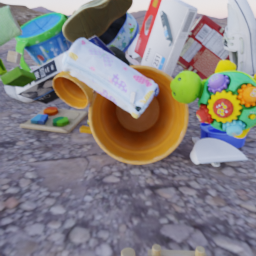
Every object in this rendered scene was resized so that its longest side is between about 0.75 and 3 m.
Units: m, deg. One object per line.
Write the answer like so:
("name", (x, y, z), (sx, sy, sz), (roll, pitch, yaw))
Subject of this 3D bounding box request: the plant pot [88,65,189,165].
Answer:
("plant pot", (0.306, -0.464, 8.666), (2.683, 2.683, 2.456), (1, 7, 1))

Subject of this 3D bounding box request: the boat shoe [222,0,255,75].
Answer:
("boat shoe", (3.555, -2.806, 9.025), (0.961, 2.879, 1.059), (-26, 30, 9))

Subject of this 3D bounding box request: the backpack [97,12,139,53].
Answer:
("backpack", (-0.630, -3.979, 11.624), (2.200, 2.013, 1.617), (39, 8, 40))

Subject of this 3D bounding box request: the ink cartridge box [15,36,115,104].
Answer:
("ink cartridge box", (-1.800, -1.607, 8.357), (2.850, 0.559, 1.417), (-24, -16, 17))

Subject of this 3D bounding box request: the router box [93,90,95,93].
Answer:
("router box", (-2.293, -1.825, 14.074), (1.806, 0.472, 1.420), (-8, 25, -19))

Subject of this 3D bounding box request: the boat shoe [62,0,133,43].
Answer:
("boat shoe", (-1.140, -3.985, 9.849), (2.907, 1.060, 0.915), (-43, 40, -14))

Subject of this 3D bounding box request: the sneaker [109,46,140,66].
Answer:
("sneaker", (-0.024, -2.296, 10.096), (1.684, 0.624, 0.745), (41, 25, -5))

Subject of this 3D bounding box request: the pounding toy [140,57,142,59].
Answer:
("pounding toy", (1.026, -2.772, 15.383), (1.797, 1.080, 2.327), (18, 43, -48))

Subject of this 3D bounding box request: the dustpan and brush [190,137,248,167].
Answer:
("dustpan and brush", (2.389, 0.629, 8.438), (1.466, 0.601, 2.101), (-3, 30, -9))

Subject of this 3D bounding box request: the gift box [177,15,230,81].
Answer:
("gift box", (2.855, -3.137, 10.927), (2.320, 2.141, 2.166), (41, 14, -4))

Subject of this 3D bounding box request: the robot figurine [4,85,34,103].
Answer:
("robot figurine", (-5.030, -1.886, 13.330), (2.094, 1.183, 1.776), (20, 2, 39))

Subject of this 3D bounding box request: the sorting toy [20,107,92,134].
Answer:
("sorting toy", (-2.379, -0.354, 10.776), (2.826, 0.378, 2.106), (6, 24, 14))

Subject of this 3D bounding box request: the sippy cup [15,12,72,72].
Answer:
("sippy cup", (-2.856, -2.957, 10.322), (2.473, 1.812, 1.942), (-29, 41, -8))

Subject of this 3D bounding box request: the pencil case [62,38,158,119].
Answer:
("pencil case", (-0.376, -1.003, 5.790), (1.972, 0.820, 0.895), (34, 47, -1))

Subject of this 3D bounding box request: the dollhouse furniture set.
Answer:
("dollhouse furniture set", (-3.232, -2.086, 7.107), (1.102, 2.206, 0.852), (-27, -3, 8))

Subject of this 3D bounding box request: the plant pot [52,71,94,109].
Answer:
("plant pot", (-1.230, -1.195, 7.233), (1.052, 1.052, 0.963), (13, 52, 27))

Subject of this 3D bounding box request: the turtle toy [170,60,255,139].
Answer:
("turtle toy", (2.057, -0.664, 6.413), (2.238, 1.631, 1.131), (28, 31, 24))

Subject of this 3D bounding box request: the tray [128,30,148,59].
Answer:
("tray", (1.013, -4.023, 13.163), (2.337, 1.255, 0.259), (-13, -21, 32))

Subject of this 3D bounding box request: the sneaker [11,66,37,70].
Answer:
("sneaker", (-5.662, -3.177, 16.683), (2.571, 1.034, 1.137), (3, 16, 10))

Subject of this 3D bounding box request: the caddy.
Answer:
("caddy", (3.104, 0.112, 9.134), (1.583, 0.831, 1.119), (-6, 25, -14))

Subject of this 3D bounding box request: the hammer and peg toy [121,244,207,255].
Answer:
("hammer and peg toy", (0.588, 2.351, 4.343), (1.427, 0.503, 1.050), (1, 25, 2))

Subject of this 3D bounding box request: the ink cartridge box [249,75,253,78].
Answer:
("ink cartridge box", (4.744, -1.255, 11.381), (0.689, 1.574, 1.143), (-5, 24, -3))

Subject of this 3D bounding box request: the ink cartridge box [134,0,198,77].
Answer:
("ink cartridge box", (0.960, -3.093, 9.174), (0.526, 2.351, 2.071), (-13, 45, -39))
